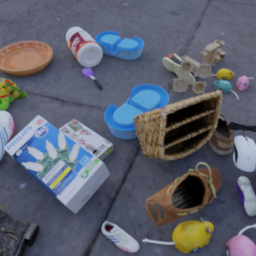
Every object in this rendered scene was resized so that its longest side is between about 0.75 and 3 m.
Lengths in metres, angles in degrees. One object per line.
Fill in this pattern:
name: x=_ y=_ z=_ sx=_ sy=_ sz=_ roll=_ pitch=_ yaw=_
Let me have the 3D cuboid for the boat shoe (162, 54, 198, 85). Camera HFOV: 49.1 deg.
boat shoe: x=2.310 y=-2.545 z=11.925 sx=0.655 sy=0.745 sz=2.094 roll=-28 pitch=48 yaw=-16

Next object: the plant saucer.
plant saucer: x=-4.686 y=-3.123 z=12.698 sx=2.535 sy=0.474 sz=2.535 roll=0 pitch=45 yaw=0

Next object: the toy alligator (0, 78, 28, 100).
toy alligator: x=-4.478 y=-1.426 z=10.741 sx=1.544 sy=0.371 sz=0.512 roll=31 pitch=16 yaw=17

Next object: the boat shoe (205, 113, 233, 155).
boat shoe: x=2.994 y=-0.174 z=9.544 sx=0.885 sy=0.839 sz=2.337 roll=-8 pitch=46 yaw=-8

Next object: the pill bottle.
pill bottle: x=-2.080 y=-3.746 z=12.829 sx=1.139 sy=1.139 sz=2.079 roll=-21 pitch=49 yaw=-19

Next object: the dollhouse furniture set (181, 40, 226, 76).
dollhouse furniture set: x=3.402 y=-3.270 z=12.414 sx=2.120 sy=1.099 sz=0.938 roll=-33 pitch=56 yaw=-28

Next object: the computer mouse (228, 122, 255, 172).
computer mouse: x=3.486 y=0.484 z=8.253 sx=0.997 sy=0.399 sz=1.818 roll=13 pitch=47 yaw=3

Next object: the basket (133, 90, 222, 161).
basket: x=1.623 y=0.055 z=8.302 sx=2.324 sy=1.659 sz=1.731 roll=-19 pitch=4 yaw=-29

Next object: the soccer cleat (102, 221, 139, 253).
soccer cleat: x=-0.219 y=2.719 z=6.984 sx=1.076 sy=0.465 sz=0.376 roll=24 pitch=50 yaw=21

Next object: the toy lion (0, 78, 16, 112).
toy lion: x=-5.118 y=-1.243 z=10.810 sx=1.724 sy=0.618 sz=1.799 roll=-13 pitch=52 yaw=-27

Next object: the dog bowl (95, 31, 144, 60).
dog bowl: x=-0.421 y=-3.912 z=13.380 sx=2.415 sy=0.599 sz=1.346 roll=20 pitch=49 yaw=19

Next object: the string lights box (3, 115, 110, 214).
string lights box: x=-2.117 y=0.984 z=8.213 sx=2.875 sy=0.848 sz=1.478 roll=31 pitch=69 yaw=27

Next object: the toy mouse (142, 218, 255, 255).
toy mouse: x=2.153 y=3.205 z=6.432 sx=2.917 sy=0.565 sz=2.593 roll=-14 pitch=47 yaw=-14

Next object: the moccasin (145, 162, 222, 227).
moccasin: x=1.665 y=1.556 z=7.160 sx=2.891 sy=1.116 sz=1.058 roll=-4 pitch=65 yaw=-44

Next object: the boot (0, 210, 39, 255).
boot: x=-3.208 y=2.774 z=6.763 sx=1.566 sy=0.623 sz=1.798 roll=16 pitch=35 yaw=8

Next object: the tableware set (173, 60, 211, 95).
tableware set: x=2.526 y=-1.961 z=11.020 sx=1.534 sy=1.282 sz=0.178 roll=7 pitch=20 yaw=-7

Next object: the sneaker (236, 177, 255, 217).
sneaker: x=3.298 y=1.901 z=7.819 sx=0.375 sy=0.537 sz=1.079 roll=-11 pitch=76 yaw=4

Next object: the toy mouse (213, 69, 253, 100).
toy mouse: x=4.289 y=-1.859 z=11.512 sx=1.998 sy=0.387 sz=1.776 roll=0 pitch=46 yaw=0

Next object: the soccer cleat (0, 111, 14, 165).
soccer cleat: x=-4.311 y=0.127 z=9.085 sx=0.878 sy=1.086 sz=2.515 roll=-6 pitch=45 yaw=-6

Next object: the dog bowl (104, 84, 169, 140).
dog bowl: x=0.341 y=-0.574 z=10.024 sx=1.483 sy=0.659 sz=2.660 roll=32 pitch=56 yaw=28

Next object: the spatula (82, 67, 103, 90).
spatula: x=-1.489 y=-2.087 z=11.900 sx=0.447 sy=0.163 sz=1.582 roll=-24 pitch=50 yaw=-20

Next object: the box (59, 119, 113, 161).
box: x=-1.519 y=0.476 z=9.271 sx=1.862 sy=0.323 sz=1.025 roll=31 pitch=53 yaw=27
